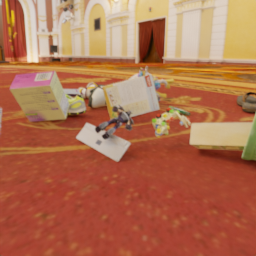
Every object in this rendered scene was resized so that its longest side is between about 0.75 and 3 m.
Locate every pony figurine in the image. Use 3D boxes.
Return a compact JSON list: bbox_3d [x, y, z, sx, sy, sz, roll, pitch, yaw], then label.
[{"bbox_3d":[0.975,-2.124,14.493,2.231,2.154,1.858,17,46,-34],"label":"pony figurine"}]

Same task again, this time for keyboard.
[{"bbox_3d":[-0.830,0.381,8.491,2.276,0.641,0.121,22,-13,47],"label":"keyboard"}]

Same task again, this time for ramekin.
[{"bbox_3d":[3.890,-0.127,7.272,1.144,2.342,2.342,18,23,23],"label":"ramekin"}]

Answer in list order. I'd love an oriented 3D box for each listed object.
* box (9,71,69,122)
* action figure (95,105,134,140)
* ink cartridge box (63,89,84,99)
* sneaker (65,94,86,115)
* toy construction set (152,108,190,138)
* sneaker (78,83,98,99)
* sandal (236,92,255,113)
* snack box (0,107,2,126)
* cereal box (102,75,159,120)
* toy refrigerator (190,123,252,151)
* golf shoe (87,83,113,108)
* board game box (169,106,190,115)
[{"bbox_3d":[-3.412,-1.206,11.068,1.600,1.819,0.879,-4,47,9],"label":"box"},{"bbox_3d":[-0.308,-0.179,8.386,0.903,0.482,1.388,47,55,7],"label":"action figure"},{"bbox_3d":[-3.348,-1.815,15.154,0.887,0.347,1.873,-18,-7,34],"label":"ink cartridge box"},{"bbox_3d":[-3.001,-1.057,12.529,2.332,0.891,0.879,0,8,10],"label":"sneaker"},{"bbox_3d":[1.278,-0.186,8.639,1.252,0.577,0.821,-18,32,-17],"label":"toy construction set"},{"bbox_3d":[-2.162,-2.216,17.020,0.966,0.804,2.145,10,27,21],"label":"sneaker"},{"bbox_3d":[6.108,-1.385,14.025,1.186,0.792,2.902,6,17,18],"label":"sandal"},{"bbox_3d":[-4.098,-0.163,8.057,0.786,1.105,0.293,17,24,3],"label":"snack box"},{"bbox_3d":[0.124,-1.219,11.461,2.074,1.492,0.410,-14,10,-5],"label":"cereal box"},{"bbox_3d":[2.833,0.283,7.781,2.040,0.714,0.775,1,-13,34],"label":"toy refrigerator"},{"bbox_3d":[-0.887,-1.626,14.471,1.254,1.099,2.848,27,33,27],"label":"golf shoe"},{"bbox_3d":[2.320,-0.773,12.677,0.842,0.123,0.567,12,11,-29],"label":"board game box"}]
